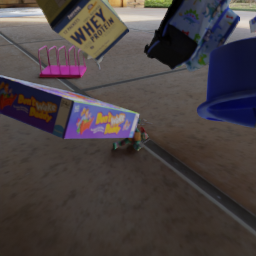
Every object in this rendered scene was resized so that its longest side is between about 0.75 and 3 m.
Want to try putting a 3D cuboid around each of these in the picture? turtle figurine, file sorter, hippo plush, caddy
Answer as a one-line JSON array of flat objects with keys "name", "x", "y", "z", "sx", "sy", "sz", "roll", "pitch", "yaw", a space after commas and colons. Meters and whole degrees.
[{"name": "turtle figurine", "x": 0.148, "y": 0.251, "z": 7.966, "sx": 1.191, "sy": 0.600, "sz": 0.892, "roll": -7, "pitch": 70, "yaw": -10}, {"name": "file sorter", "x": -3.195, "y": -3.307, "z": 13.697, "sx": 2.008, "sy": 1.259, "sz": 1.395, "roll": 2, "pitch": 28, "yaw": 3}, {"name": "hippo plush", "x": -1.328, "y": -2.811, "z": 10.441, "sx": 0.737, "sy": 0.916, "sz": 0.730, "roll": 4, "pitch": 41, "yaw": -27}, {"name": "caddy", "x": 2.363, "y": -0.597, "z": 4.612, "sx": 2.419, "sy": 1.270, "sz": 1.710, "roll": -4, "pitch": -11, "yaw": 14}]

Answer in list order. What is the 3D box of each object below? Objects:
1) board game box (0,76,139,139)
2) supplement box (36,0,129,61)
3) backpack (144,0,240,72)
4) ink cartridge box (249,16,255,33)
[{"name": "board game box", "x": -1.048, "y": -0.330, "z": 5.348, "sx": 1.702, "sy": 0.567, "sz": 2.531, "roll": 19, "pitch": 6, "yaw": 22}, {"name": "supplement box", "x": -1.329, "y": -3.286, "z": 7.703, "sx": 1.957, "sy": 1.313, "sz": 1.955, "roll": 21, "pitch": 33, "yaw": -59}, {"name": "backpack", "x": 2.187, "y": -3.319, "z": 8.951, "sx": 2.086, "sy": 2.838, "sz": 2.597, "roll": 31, "pitch": -2, "yaw": -6}, {"name": "ink cartridge box", "x": 4.571, "y": -3.695, "z": 9.786, "sx": 0.184, "sy": 0.471, "sz": 0.994, "roll": -10, "pitch": 2, "yaw": -3}]
